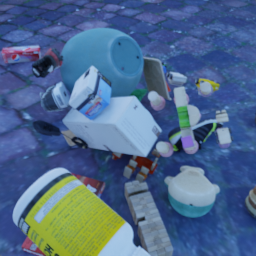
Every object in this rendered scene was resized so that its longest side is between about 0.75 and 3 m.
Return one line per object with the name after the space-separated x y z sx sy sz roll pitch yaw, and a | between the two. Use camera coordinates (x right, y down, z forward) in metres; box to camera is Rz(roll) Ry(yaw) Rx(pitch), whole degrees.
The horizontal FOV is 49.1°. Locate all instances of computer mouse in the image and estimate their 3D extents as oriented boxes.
-2.033 0.289 8.508 1.875 0.550 0.319 28 59 -25 | computer mouse

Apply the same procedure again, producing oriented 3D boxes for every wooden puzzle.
1.050 -1.902 10.434 0.379 1.637 1.516 -29 27 -14 | wooden puzzle
-1.761 0.288 9.730 0.900 0.168 0.832 -15 41 -26 | wooden puzzle

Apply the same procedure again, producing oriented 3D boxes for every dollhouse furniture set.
0.230 0.966 8.795 1.403 0.730 1.418 29 49 12 | dollhouse furniture set

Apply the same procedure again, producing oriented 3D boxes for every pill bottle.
-0.974 2.373 6.186 2.896 1.628 1.628 37 53 15 | pill bottle

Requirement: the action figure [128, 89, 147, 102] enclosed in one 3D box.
0.202 -0.937 10.692 1.010 0.467 1.709 -9 33 14 | action figure

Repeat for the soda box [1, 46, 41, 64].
-5.178 -3.580 13.637 1.733 0.550 0.607 -6 43 -7 | soda box

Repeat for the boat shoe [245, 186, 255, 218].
4.509 1.954 7.241 2.673 0.987 1.011 3 34 5 | boat shoe

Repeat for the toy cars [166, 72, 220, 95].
2.330 -1.650 10.550 1.149 0.567 2.562 -8 24 -44 | toy cars

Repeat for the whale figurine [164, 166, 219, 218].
1.742 1.740 7.807 1.502 0.979 1.887 8 19 9 | whale figurine

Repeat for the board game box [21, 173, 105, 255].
-1.635 2.302 7.534 1.241 0.234 2.411 13 44 12 | board game box

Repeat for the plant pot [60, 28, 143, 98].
-0.601 -2.183 9.688 2.907 2.907 1.958 -38 18 -33 | plant pot

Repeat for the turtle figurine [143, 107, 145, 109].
0.492 -0.184 9.762 0.590 0.877 1.171 -22 40 -4 | turtle figurine

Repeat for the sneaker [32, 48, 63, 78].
-2.668 -2.034 9.090 0.828 0.599 1.694 -46 18 -28 | sneaker

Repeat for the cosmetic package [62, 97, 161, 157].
-0.565 -0.062 8.144 2.775 1.411 1.027 4 54 51 | cosmetic package

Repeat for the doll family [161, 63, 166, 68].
1.467 -2.706 12.835 0.621 0.421 1.074 11 49 5 | doll family

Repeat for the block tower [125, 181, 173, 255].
0.486 2.380 7.169 0.593 0.634 2.194 -12 45 -12 | block tower

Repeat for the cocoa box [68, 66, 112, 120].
-0.975 -0.936 7.505 0.775 0.762 1.162 -38 29 26 | cocoa box

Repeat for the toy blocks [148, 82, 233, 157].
1.727 -0.154 7.888 1.971 1.659 1.842 -11 76 15 | toy blocks

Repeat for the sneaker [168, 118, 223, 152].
2.340 0.328 9.482 2.122 0.761 0.879 -15 68 -14 | sneaker

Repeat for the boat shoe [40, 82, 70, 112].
-2.311 -0.898 8.876 0.768 0.830 2.248 -22 19 -3 | boat shoe
